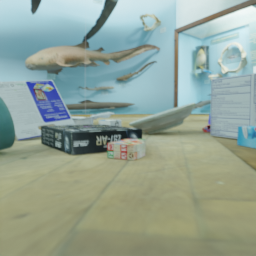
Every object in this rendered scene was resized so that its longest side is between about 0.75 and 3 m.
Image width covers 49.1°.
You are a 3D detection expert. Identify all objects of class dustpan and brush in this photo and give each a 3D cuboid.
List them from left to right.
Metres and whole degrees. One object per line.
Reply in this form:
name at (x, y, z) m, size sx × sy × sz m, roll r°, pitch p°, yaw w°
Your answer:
dustpan and brush at (-2.215, -0.424, 15.178) m, size 2.986 × 0.854 × 2.084 m, roll 0°, pitch 4°, yaw 5°

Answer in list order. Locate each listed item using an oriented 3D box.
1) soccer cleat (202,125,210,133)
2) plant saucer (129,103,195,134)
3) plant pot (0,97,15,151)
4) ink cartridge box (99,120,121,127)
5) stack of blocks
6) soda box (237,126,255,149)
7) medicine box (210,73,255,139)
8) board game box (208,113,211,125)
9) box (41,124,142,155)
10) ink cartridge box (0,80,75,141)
soccer cleat at (3.686, 0.009, 12.535) m, size 0.916 × 0.305 × 0.350 m, roll -8°, pitch -26°, yaw -36°
plant saucer at (1.483, -0.306, 11.733) m, size 2.868 × 0.720 × 2.868 m, roll -17°, pitch 2°, yaw 1°
plant pot at (-3.507, -0.014, 6.366) m, size 1.462 × 1.462 × 1.173 m, roll 3°, pitch 20°, yaw 40°
ink cartridge box at (-0.899, -0.215, 15.174) m, size 0.773 × 0.445 × 1.335 m, roll 2°, pitch 5°, yaw 30°
stack of blocks at (0.059, 0.476, 6.491) m, size 0.650 × 0.331 × 1.130 m, roll 2°, pitch 4°, yaw 23°
soda box at (3.701, 0.284, 7.501) m, size 0.535 × 0.566 × 1.668 m, roll -2°, pitch 5°, yaw -19°
medicine box at (4.021, -0.727, 9.931) m, size 1.142 × 2.219 × 2.021 m, roll -2°, pitch 5°, yaw -23°
board game box at (5.089, -0.232, 12.509) m, size 2.473 × 0.554 × 1.663 m, roll 7°, pitch 3°, yaw -8°
box at (-1.138, 0.247, 8.024) m, size 2.049 × 0.557 × 2.558 m, roll -3°, pitch 5°, yaw -34°
ink cartridge box at (-3.533, -0.666, 10.576) m, size 2.532 × 2.562 × 0.602 m, roll -11°, pitch -23°, yaw -46°
